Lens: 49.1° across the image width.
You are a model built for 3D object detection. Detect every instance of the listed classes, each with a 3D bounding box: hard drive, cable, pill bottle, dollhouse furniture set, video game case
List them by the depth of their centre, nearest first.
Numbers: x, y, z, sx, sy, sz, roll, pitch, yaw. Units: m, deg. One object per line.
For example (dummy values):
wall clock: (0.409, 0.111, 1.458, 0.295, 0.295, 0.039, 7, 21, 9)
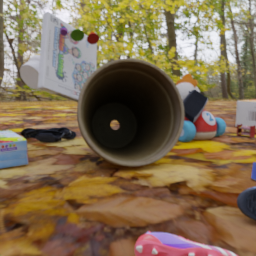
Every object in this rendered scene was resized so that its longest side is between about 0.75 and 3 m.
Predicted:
video game case: (-1.826, -2.082, 8.928, 0.286, 2.414, 2.197, -9, -15, 35)
pill bottle: (-2.958, -2.309, 10.383, 1.148, 1.148, 2.009, 4, 37, 27)
hard drive: (2.636, -0.920, 11.239, 0.873, 1.294, 0.274, 36, -25, 4)
cable: (-3.373, 0.190, 11.774, 2.262, 0.575, 1.846, 1, 8, 13)
dollhouse furniture set: (5.541, 0.083, 12.675, 1.284, 0.522, 0.691, -7, 10, -39)

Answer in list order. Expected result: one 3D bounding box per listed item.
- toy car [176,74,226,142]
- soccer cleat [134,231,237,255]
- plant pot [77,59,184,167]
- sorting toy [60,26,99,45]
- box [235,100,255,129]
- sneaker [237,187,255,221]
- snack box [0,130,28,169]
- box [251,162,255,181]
toy car: (2.671, -0.959, 12.105, 2.533, 2.748, 2.431, -7, 11, -37)
soccer cleat: (0.730, 1.471, 3.264, 1.355, 0.452, 0.518, 0, 12, 24)
plant pot: (-0.156, -0.281, 8.555, 2.941, 2.941, 2.552, -2, -7, -14)
sorting toy: (-1.489, -2.934, 8.618, 1.192, 0.410, 0.413, 6, -39, -21)
box: (7.503, -0.790, 15.481, 2.085, 1.456, 2.738, 7, 11, 42)
sneaker: (2.595, 1.228, 4.712, 1.828, 0.603, 0.717, -1, -3, -10)
snack box: (-4.137, 0.620, 8.044, 1.924, 0.772, 2.281, -6, 9, -34)
box: (4.559, 0.988, 6.588, 2.998, 0.486, 1.816, 2, 8, 25)
